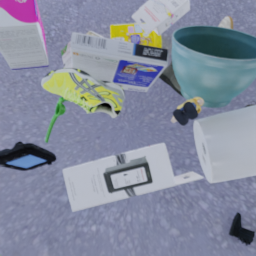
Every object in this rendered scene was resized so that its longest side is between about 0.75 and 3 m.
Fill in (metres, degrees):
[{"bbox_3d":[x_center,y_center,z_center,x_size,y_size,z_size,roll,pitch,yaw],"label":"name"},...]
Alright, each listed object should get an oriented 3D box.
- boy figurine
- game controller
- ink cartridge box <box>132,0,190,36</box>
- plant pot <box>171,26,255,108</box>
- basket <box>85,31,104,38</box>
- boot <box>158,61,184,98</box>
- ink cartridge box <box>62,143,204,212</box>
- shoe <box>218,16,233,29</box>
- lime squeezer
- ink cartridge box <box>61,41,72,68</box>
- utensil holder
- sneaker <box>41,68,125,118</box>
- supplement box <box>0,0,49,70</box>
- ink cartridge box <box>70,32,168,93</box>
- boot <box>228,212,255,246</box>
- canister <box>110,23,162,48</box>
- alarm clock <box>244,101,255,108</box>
[{"bbox_3d":[1.429,-0.403,6.729,0.900,1.447,0.466,-36,85,19],"label":"boy figurine"},{"bbox_3d":[-2.753,0.848,7.602,1.106,2.120,0.446,-28,74,-2],"label":"game controller"},{"bbox_3d":[1.239,-4.418,10.745,1.965,0.663,1.145,-39,72,4],"label":"ink cartridge box"},{"bbox_3d":[2.366,-1.643,7.893,2.535,1.699,2.535,4,36,-3],"label":"plant pot"},{"bbox_3d":[-1.216,-3.037,10.917,1.318,0.893,0.813,29,34,1],"label":"basket"},{"bbox_3d":[1.988,-1.822,9.947,1.800,0.610,1.176,46,107,28],"label":"boot"},{"bbox_3d":[0.124,0.935,6.022,2.600,1.508,0.882,-15,85,3],"label":"ink cartridge box"},{"bbox_3d":[3.188,-3.003,9.938,0.491,1.840,0.643,-1,33,-21],"label":"shoe"},{"bbox_3d":[-1.854,-0.620,8.626,2.470,0.872,0.466,-42,55,-5],"label":"lime squeezer"},{"bbox_3d":[-1.872,-2.457,10.055,0.912,0.525,1.249,-31,63,32],"label":"ink cartridge box"},{"bbox_3d":[3.113,0.389,7.590,2.269,1.928,1.928,-12,56,4],"label":"utensil holder"},{"bbox_3d":[-1.096,-0.867,7.120,2.179,0.821,0.832,11,55,-17],"label":"sneaker"},{"bbox_3d":[-3.631,-3.231,9.415,1.472,2.849,1.442,-8,79,-9],"label":"supplement box"},{"bbox_3d":[-0.399,-1.894,8.772,2.680,2.712,0.637,6,82,-8],"label":"ink cartridge box"},{"bbox_3d":[3.578,3.146,8.707,0.687,0.310,0.838,22,66,17],"label":"boot"},{"bbox_3d":[0.328,-4.224,13.245,2.295,0.993,1.705,-4,56,-1],"label":"canister"},{"bbox_3d":[3.853,-0.519,8.680,0.585,0.289,0.867,20,56,6],"label":"alarm clock"}]
